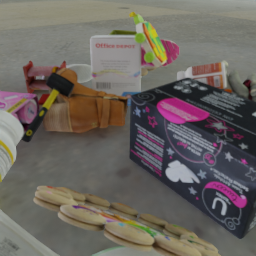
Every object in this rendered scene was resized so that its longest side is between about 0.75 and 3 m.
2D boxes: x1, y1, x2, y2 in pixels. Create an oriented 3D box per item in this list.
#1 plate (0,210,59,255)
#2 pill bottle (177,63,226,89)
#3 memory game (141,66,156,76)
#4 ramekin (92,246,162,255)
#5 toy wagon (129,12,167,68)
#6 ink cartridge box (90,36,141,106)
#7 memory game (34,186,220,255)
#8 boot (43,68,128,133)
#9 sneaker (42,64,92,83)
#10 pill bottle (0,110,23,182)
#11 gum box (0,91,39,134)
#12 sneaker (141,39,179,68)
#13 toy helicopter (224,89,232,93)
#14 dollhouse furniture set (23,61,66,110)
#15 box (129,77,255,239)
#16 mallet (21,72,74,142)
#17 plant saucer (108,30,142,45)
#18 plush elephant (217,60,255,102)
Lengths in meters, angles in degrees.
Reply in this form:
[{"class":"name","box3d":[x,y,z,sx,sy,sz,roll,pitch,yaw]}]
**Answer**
[{"class":"plate","box3d":[-1.911,1.917,3.380,2.156,0.349,2.161,32,31,12]},{"class":"pill bottle","box3d":[1.977,-1.336,7.541,1.225,0.687,0.687,-4,28,19]},{"class":"memory game","box3d":[0.198,-2.589,11.411,2.239,0.143,2.239,-10,38,8]},{"class":"ramekin","box3d":[0.116,2.352,2.682,2.384,1.164,2.384,0,30,0]},{"class":"toy wagon","box3d":[0.587,-2.636,8.240,0.343,1.732,1.344,-22,14,27]},{"class":"ink cartridge box","box3d":[-0.352,-1.826,8.815,1.506,2.084,0.882,2,25,3]},{"class":"memory game","box3d":[-0.030,1.224,3.770,2.561,0.163,2.561,18,-9,3]},{"class":"boot","box3d":[-1.110,-0.928,8.246,2.204,1.088,2.838,-3,34,2]},{"class":"sneaker","box3d":[-2.350,-2.221,10.945,1.983,0.719,1.131,-8,28,-14]},{"class":"pill bottle","box3d":[-2.868,0.647,5.224,1.186,1.186,2.131,7,43,11]},{"class":"gum box","box3d":[-3.494,-0.121,7.251,1.349,0.786,2.377,6,31,12]},{"class":"sneaker","box3d":[0.647,-2.575,9.813,2.256,0.918,0.995,-8,21,11]},{"class":"toy helicopter","box3d":[2.080,-0.650,7.651,1.701,0.671,1.125,21,70,24]},{"class":"dollhouse furniture set","box3d":[-2.849,-1.358,9.151,1.331,1.006,2.473,0,31,-1]},{"class":"box","box3d":[1.645,0.327,5.647,1.926,1.673,2.915,-22,38,-35]},{"class":"mallet","box3d":[-1.958,-0.488,7.053,0.711,0.444,2.159,23,53,-16]},{"class":"plant saucer","box3d":[-0.040,-3.828,13.372,2.365,0.566,2.361,11,47,17]},{"class":"plush elephant","box3d":[3.416,-1.056,8.205,1.477,1.571,1.908,-15,60,-1]}]
